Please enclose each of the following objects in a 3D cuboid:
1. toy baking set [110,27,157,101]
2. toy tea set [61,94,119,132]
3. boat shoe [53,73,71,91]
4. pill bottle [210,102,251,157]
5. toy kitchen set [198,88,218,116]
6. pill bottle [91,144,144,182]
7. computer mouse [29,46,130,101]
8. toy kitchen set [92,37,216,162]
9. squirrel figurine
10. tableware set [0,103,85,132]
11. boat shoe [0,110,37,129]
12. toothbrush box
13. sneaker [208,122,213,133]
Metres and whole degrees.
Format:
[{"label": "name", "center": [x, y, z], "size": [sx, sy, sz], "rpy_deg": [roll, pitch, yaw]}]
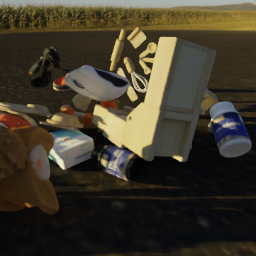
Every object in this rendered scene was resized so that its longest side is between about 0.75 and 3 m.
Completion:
[{"label": "toy baking set", "center": [0.129, -2.095, 9.258], "size": [1.743, 2.271, 0.264], "rpy_deg": [38, 33, 21]}, {"label": "toy tea set", "center": [-0.956, -0.434, 7.141], "size": [1.505, 0.895, 0.557], "rpy_deg": [14, 11, 0]}, {"label": "boat shoe", "center": [-2.100, -1.947, 10.969], "size": [1.777, 0.556, 0.633], "rpy_deg": [-14, 61, -2]}, {"label": "pill bottle", "center": [2.232, 0.013, 6.237], "size": [0.668, 0.668, 1.154], "rpy_deg": [-2, 54, -5]}, {"label": "toy kitchen set", "center": [1.625, -0.395, 7.583], "size": [1.547, 1.262, 1.396], "rpy_deg": [24, 40, -35]}, {"label": "pill bottle", "center": [-0.229, 0.643, 5.437], "size": [0.973, 0.544, 0.544], "rpy_deg": [16, 28, 32]}, {"label": "computer mouse", "center": [-0.912, -0.976, 6.087], "size": [2.308, 0.506, 1.266], "rpy_deg": [11, -25, -36]}, {"label": "toy kitchen set", "center": [0.725, -0.627, 5.891], "size": [1.895, 2.096, 2.323], "rpy_deg": [5, 14, -33]}, {"label": "squirrel figurine", "center": [-2.099, 0.661, 3.853], "size": [1.736, 1.316, 1.860], "rpy_deg": [-15, -21, 6]}, {"label": "tableware set", "center": [-1.952, -0.313, 7.123], "size": [2.171, 0.302, 2.599], "rpy_deg": [11, 6, 5]}, {"label": "boat shoe", "center": [-3.528, -0.244, 6.910], "size": [2.788, 0.992, 0.872], "rpy_deg": [17, 34, 26]}, {"label": "toothbrush box", "center": [-1.321, 0.392, 6.080], "size": [0.758, 0.441, 1.035], "rpy_deg": [-22, 31, -32]}, {"label": "sneaker", "center": [2.324, -0.140, 7.329], "size": [0.479, 0.455, 1.190], "rpy_deg": [-34, -2, 16]}]
